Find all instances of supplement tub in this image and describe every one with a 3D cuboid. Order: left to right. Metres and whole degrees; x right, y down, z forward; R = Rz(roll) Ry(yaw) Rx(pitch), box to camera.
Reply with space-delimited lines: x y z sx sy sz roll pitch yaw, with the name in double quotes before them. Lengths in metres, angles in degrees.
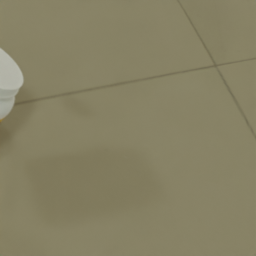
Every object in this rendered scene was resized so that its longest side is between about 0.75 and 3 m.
"supplement tub" -3.862 -0.525 6.176 2.814 2.032 2.032 -42 61 20
